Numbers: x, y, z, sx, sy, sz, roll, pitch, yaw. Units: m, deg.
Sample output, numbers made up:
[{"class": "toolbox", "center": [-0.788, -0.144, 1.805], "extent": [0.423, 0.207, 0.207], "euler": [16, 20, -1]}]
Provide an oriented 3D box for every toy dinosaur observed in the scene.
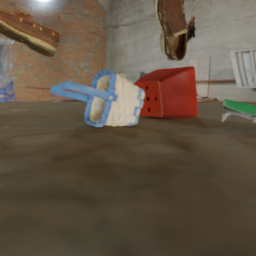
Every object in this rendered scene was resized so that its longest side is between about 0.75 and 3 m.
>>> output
[{"class": "toy dinosaur", "center": [2.252, -3.927, 12.007], "extent": [1.094, 2.141, 1.453], "euler": [9, -14, 5]}]

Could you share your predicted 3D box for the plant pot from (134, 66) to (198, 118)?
[{"class": "plant pot", "center": [1.568, -1.461, 12.647], "extent": [2.006, 2.274, 2.276], "euler": [-18, 17, -40]}]

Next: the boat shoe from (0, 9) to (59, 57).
[{"class": "boat shoe", "center": [-3.701, -3.504, 9.678], "extent": [2.782, 0.940, 1.001], "euler": [25, -11, -26]}]

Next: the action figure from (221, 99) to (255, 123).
[{"class": "action figure", "center": [3.890, -0.218, 7.340], "extent": [2.708, 0.740, 1.599], "euler": [10, 9, 21]}]

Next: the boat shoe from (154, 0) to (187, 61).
[{"class": "boat shoe", "center": [1.577, -3.409, 9.199], "extent": [1.021, 2.765, 1.023], "euler": [-29, 53, -5]}]

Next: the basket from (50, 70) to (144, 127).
[{"class": "basket", "center": [-1.013, -0.955, 8.854], "extent": [2.585, 1.798, 2.280], "euler": [8, 2, -27]}]
